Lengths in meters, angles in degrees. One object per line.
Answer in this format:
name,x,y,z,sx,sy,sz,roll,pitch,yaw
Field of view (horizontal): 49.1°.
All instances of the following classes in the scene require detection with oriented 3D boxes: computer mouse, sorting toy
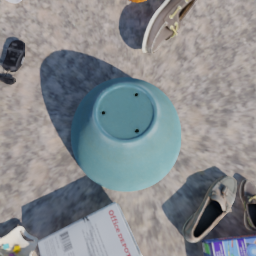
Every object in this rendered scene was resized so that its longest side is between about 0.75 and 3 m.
computer mouse,-3.303,-1.795,7.649,0.907,0.297,1.292,9,78,7
sorting toy,-2.465,2.666,6.189,0.917,0.490,0.826,34,68,11

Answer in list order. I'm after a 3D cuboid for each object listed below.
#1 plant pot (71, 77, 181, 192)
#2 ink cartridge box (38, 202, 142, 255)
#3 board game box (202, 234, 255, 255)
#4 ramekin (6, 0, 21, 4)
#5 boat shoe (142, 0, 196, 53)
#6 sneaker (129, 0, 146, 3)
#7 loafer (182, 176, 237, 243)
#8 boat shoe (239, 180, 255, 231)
plant pot,-0.053,-0.045,6.276,2.737,1.844,2.737,0,72,0
ink cartridge box,-0.738,2.618,5.803,1.842,0.763,1.352,-25,52,-7
board game box,2.780,3.769,5.788,1.958,0.499,2.893,-5,73,-2
ramekin,-3.380,-4.176,8.001,1.067,1.067,0.497,25,61,7
boat shoe,1.140,-2.942,7.708,0.703,0.848,2.362,26,69,11
sneaker,0.007,-5.033,8.246,1.341,1.103,2.915,-31,77,-13
loafer,1.945,1.837,6.349,0.656,0.574,1.825,39,77,11
boat shoe,2.867,1.767,6.492,0.415,0.344,1.156,2,73,1
